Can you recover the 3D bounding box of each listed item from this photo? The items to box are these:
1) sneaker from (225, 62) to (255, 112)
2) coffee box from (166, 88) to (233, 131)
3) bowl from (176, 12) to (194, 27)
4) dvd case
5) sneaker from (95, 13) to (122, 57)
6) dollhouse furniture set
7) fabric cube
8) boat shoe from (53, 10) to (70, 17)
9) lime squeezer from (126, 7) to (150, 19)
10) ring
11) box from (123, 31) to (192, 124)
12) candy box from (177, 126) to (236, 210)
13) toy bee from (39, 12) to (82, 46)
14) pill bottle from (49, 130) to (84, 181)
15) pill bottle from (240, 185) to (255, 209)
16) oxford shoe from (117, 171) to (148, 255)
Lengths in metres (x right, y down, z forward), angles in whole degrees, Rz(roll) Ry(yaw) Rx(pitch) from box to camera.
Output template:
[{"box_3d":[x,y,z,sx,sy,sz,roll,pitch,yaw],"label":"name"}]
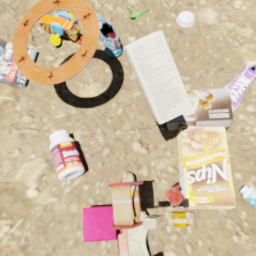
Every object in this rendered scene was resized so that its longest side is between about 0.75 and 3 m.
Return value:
[{"box_3d":[4.010,-1.545,10.163,0.808,1.271,2.229,34,72,13],"label":"sneaker"},{"box_3d":[2.421,-0.606,9.707,2.139,0.853,1.223,-2,69,12],"label":"coffee box"},{"box_3d":[2.509,-4.762,12.102,0.779,0.350,0.779,0,67,0],"label":"bowl"},{"box_3d":[-4.954,-2.623,10.921,2.355,0.259,1.719,14,66,-9],"label":"dvd case"},{"box_3d":[-0.934,-4.049,11.348,0.935,1.126,2.357,-30,69,-13],"label":"sneaker"},{"box_3d":[0.483,1.527,5.606,1.716,0.698,0.923,-9,79,27],"label":"dollhouse furniture set"},{"box_3d":[-0.839,2.885,8.358,0.934,0.919,0.937,-4,65,-2],"label":"fabric cube"},{"box_3d":[-2.754,-5.299,12.319,1.237,0.384,0.445,-41,72,-16],"label":"boat shoe"},{"box_3d":[0.357,-5.011,12.178,1.415,0.500,0.267,-16,44,-40],"label":"lime squeezer"},{"box_3d":[-2.130,-2.557,7.905,2.759,0.265,2.759,-3,78,14],"label":"ring"},{"box_3d":[0.706,-1.204,6.757,0.940,0.770,1.980,-24,106,1],"label":"box"},{"box_3d":[2.482,1.276,9.170,1.526,0.731,2.644,1,65,-1],"label":"candy box"},{"box_3d":[-2.527,-3.922,11.405,1.545,1.283,2.360,-46,50,-5],"label":"toy bee"},{"box_3d":[-2.078,0.889,9.278,0.865,0.865,1.532,-21,68,-9],"label":"pill bottle"},{"box_3d":[3.974,2.213,8.915,0.454,0.454,0.819,-41,71,-16],"label":"pill bottle"},{"box_3d":[0.161,2.670,8.516,1.005,0.964,2.723,0,75,-6],"label":"oxford shoe"}]
